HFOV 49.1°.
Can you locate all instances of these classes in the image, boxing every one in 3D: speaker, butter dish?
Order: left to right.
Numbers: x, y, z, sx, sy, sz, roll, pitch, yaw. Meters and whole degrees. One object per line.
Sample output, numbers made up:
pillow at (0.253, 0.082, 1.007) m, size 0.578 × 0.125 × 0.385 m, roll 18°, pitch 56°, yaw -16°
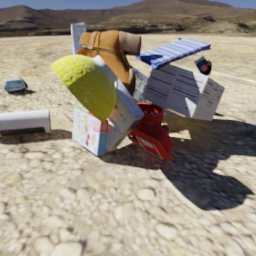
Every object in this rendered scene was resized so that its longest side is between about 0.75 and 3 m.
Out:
speaker at (-3.820, -0.161, 9.905) m, size 2.075 × 0.843 × 0.843 m, roll -5°, pitch 24°, yaw -13°
butter dish at (0.844, 0.261, 8.016) m, size 1.148 × 1.145 × 0.848 m, roll 27°, pitch 71°, yaw 42°

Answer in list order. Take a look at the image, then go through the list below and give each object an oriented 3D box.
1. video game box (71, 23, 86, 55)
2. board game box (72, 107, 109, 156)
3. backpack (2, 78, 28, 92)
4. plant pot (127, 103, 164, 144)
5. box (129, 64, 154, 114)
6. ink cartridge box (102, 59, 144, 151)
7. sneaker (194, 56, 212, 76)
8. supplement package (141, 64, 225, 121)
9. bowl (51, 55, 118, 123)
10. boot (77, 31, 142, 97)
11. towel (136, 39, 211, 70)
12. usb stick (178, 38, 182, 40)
video game box at (-2.080, -2.813, 12.469) m, size 0.659 × 2.815 × 2.564 m, roll -6°, pitch 1°, yaw -8°
board game box at (-1.198, 0.068, 8.623) m, size 0.293 × 1.111 × 1.452 m, roll -8°, pitch 25°, yaw -41°
backpack at (-6.166, -2.292, 15.057) m, size 0.946 × 0.892 × 1.160 m, roll 19°, pitch 43°, yaw 32°
plant pot at (0.540, -0.134, 9.436) m, size 1.262 × 1.149 × 1.262 m, roll 0°, pitch 23°, yaw 0°
box at (0.391, -1.487, 10.817) m, size 1.643 × 0.403 × 1.324 m, roll 33°, pitch 56°, yaw -14°
ink cartridge box at (-0.677, -0.683, 8.599) m, size 0.531 × 1.798 × 2.247 m, roll -21°, pitch 69°, yaw -40°
sneaker at (2.759, -2.091, 9.966) m, size 0.522 × 0.589 × 1.394 m, roll -32°, pitch -13°, yaw 28°
supplement package at (2.050, -1.268, 10.087) m, size 1.984 × 1.413 × 2.548 m, roll 26°, pitch 12°, yaw 28°
bowl at (-0.917, -1.237, 7.400) m, size 1.097 × 2.038 × 2.038 m, roll -40°, pitch 27°, yaw 4°
boot at (-0.752, -1.918, 9.115) m, size 2.061 × 2.654 × 1.018 m, roll 8°, pitch -3°, yaw 10°
towel at (1.482, -2.534, 9.434) m, size 2.145 × 0.256 × 1.553 m, roll -22°, pitch 32°, yaw -14°
usb stick at (2.231, -3.191, 10.574) m, size 0.865 × 0.141 × 0.240 m, roll 14°, pitch 19°, yaw -33°
